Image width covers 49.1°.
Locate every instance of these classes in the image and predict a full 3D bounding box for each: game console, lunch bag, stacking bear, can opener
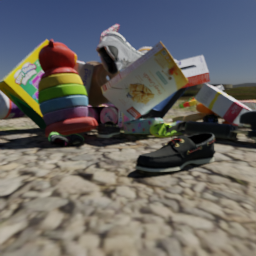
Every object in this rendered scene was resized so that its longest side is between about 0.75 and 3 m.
[{"bbox_3d":[1.092,-1.875,12.853,1.670,2.823,2.409,44,-9,-29],"label":"game console"},{"bbox_3d":[0.481,-0.061,9.445,1.259,0.485,1.010,-4,3,-30],"label":"lunch bag"},{"bbox_3d":[-1.899,-1.156,8.120,1.505,2.646,1.607,-11,-3,-9],"label":"stacking bear"},{"bbox_3d":[2.943,-0.037,8.238,2.605,0.866,0.686,1,-8,41],"label":"can opener"}]

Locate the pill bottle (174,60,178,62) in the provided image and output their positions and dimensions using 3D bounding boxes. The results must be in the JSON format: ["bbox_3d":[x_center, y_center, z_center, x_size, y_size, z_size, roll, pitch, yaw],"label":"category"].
[{"bbox_3d":[1.967,-2.674,14.752,1.066,1.066,1.960,-3,-26,-24],"label":"pill bottle"}]

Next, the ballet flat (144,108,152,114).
[{"bbox_3d":[0.764,-0.854,10.389,0.315,0.912,0.325,32,-21,-1],"label":"ballet flat"}]

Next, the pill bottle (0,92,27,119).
[{"bbox_3d":[-6.125,-1.353,15.453,1.577,1.577,2.804,4,8,29],"label":"pill bottle"}]

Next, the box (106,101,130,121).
[{"bbox_3d":[-0.679,-1.056,13.188,2.007,0.413,1.565,37,-5,-12],"label":"box"}]

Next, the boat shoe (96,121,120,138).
[{"bbox_3d":[-0.607,0.004,9.259,0.534,0.451,1.497,3,8,15],"label":"boat shoe"}]

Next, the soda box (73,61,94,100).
[{"bbox_3d":[-1.843,-1.088,9.391,0.720,2.269,0.775,20,14,32],"label":"soda box"}]

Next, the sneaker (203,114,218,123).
[{"bbox_3d":[2.891,-0.168,9.738,0.608,0.675,1.734,1,8,13],"label":"sneaker"}]

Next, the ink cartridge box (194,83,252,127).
[{"bbox_3d":[2.988,-0.721,8.783,1.484,0.619,1.077,42,22,32],"label":"ink cartridge box"}]

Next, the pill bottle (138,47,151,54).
[{"bbox_3d":[0.674,-2.097,11.935,1.569,1.569,2.696,2,48,18],"label":"pill bottle"}]

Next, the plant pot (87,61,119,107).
[{"bbox_3d":[-1.013,-1.695,10.139,1.711,1.711,1.493,-4,-1,-29],"label":"plant pot"}]

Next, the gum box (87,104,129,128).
[{"bbox_3d":[-1.424,-0.542,11.795,2.671,0.883,1.516,2,8,17],"label":"gum box"}]

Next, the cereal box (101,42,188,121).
[{"bbox_3d":[0.554,-1.397,9.117,1.721,2.392,0.473,41,20,-41],"label":"cereal box"}]

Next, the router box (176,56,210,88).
[{"bbox_3d":[2.545,-2.405,12.128,1.659,0.451,1.848,-12,33,13],"label":"router box"}]

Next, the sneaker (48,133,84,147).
[{"bbox_3d":[-1.616,0.363,7.328,0.924,0.354,0.387,2,37,-20],"label":"sneaker"}]

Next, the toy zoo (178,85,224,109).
[{"bbox_3d":[2.750,-1.149,10.508,1.220,0.190,1.860,-29,4,-11],"label":"toy zoo"}]

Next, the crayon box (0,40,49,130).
[{"bbox_3d":[-3.128,-1.615,10.411,0.744,2.203,2.554,-15,36,43],"label":"crayon box"}]

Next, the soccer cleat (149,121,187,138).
[{"bbox_3d":[1.290,0.092,9.071,1.522,0.492,0.637,-8,-15,-31],"label":"soccer cleat"}]

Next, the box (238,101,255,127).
[{"bbox_3d":[5.413,-0.647,12.068,1.939,1.031,1.477,-5,9,-34],"label":"box"}]

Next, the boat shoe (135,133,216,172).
[{"bbox_3d":[0.932,0.446,5.366,1.958,0.613,0.716,-7,11,-36],"label":"boat shoe"}]

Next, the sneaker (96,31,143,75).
[{"bbox_3d":[0.001,-2.028,9.416,2.588,0.971,1.495,33,44,-7],"label":"sneaker"}]

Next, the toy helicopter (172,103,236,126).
[{"bbox_3d":[2.854,-0.454,10.278,2.506,0.989,1.657,-11,-9,13],"label":"toy helicopter"}]

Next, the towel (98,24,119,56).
[{"bbox_3d":[-0.709,-3.225,10.309,0.176,0.859,1.175,28,47,14],"label":"towel"}]
